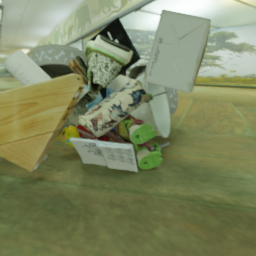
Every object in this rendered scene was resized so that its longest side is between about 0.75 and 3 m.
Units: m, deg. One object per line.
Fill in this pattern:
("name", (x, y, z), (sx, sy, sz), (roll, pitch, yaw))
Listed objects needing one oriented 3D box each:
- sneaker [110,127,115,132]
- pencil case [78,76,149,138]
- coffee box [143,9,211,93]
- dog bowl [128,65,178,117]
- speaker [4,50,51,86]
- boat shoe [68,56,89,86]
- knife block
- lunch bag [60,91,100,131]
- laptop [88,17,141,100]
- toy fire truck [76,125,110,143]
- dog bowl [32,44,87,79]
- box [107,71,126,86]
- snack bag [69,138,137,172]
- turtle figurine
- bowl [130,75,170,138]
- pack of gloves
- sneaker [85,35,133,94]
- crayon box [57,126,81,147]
("sneaker", (-0.266, -0.185, 9.142), (0.570, 0.634, 1.627), (-9, -14, 44))
("pencil case", (-0.320, -0.436, 6.124), (1.600, 0.716, 0.623), (-37, 56, -9))
("coffee box", (1.129, -1.518, 6.110), (0.944, 1.337, 2.365), (17, 12, 11))
("dog bowl", (0.962, -1.329, 10.874), (0.719, 2.453, 2.453), (-25, 22, -25))
("speaker", (-2.889, -1.483, 8.691), (1.933, 0.785, 0.785), (43, 19, 3))
("boat shoe", (-1.311, -1.522, 8.209), (0.452, 1.225, 0.463), (-26, 36, 10))
("knife block", (-2.505, -0.348, 5.489), (2.408, 2.744, 0.878), (30, 7, -6))
("lunch bag", (-1.751, -0.752, 10.508), (2.724, 1.601, 2.234), (3, 15, -3))
("laptop", (-0.503, -1.942, 8.319), (1.844, 1.634, 0.952), (-33, -24, 19))
("toy fire truck", (-0.853, 0.278, 7.050), (0.919, 0.516, 0.772), (25, -21, 6))
("dog bowl", (-2.404, -2.165, 10.112), (2.206, 0.647, 2.206), (2, -14, 0))
("box", (-0.540, -2.423, 10.477), (0.727, 1.939, 0.971), (13, 20, 23))
("snack bag", (-0.478, 0.569, 5.714), (1.301, 0.139, 1.227), (7, -28, 10))
("turtle figurine", (0.543, -0.038, 6.977), (2.177, 1.566, 2.111), (14, 21, -14))
("bowl", (0.545, -0.662, 8.659), (0.964, 2.145, 2.145), (-12, 7, 21))
("pack of gloves", (-1.003, -1.188, 9.389), (1.653, 0.388, 1.967), (26, 55, 25))
("sneaker", (-0.703, -1.357, 6.435), (0.956, 1.102, 2.487), (26, 1, -13))
("crayon box", (-1.435, 0.263, 7.538), (0.786, 0.499, 0.200), (30, 31, -19))
